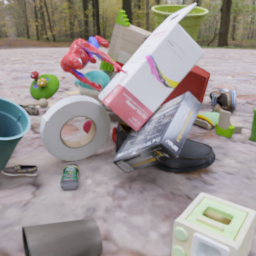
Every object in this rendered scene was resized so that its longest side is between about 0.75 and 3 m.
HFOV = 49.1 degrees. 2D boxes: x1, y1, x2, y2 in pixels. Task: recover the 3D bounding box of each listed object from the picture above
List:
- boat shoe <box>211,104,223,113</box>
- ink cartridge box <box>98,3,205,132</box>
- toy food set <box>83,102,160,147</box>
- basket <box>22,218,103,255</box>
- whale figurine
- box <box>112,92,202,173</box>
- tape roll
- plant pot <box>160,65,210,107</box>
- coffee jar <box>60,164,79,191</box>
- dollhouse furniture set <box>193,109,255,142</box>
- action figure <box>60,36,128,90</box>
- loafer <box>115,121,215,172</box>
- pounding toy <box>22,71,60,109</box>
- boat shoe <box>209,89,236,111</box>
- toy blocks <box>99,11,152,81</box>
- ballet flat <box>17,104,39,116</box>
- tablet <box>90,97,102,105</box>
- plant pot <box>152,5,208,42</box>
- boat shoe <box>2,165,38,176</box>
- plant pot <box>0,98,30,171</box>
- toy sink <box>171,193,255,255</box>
[{"bbox_3d":[3.659,-0.675,11.436,0.390,0.412,1.146,37,22,11],"label":"boat shoe"},{"bbox_3d":[0.654,-1.477,6.902,1.001,2.967,1.728,40,2,-18],"label":"ink cartridge box"},{"bbox_3d":[-0.332,-0.182,8.502,2.792,1.333,1.256,9,21,-7],"label":"toy food set"},{"bbox_3d":[-0.976,1.791,4.227,1.053,0.716,0.949,-6,32,-27],"label":"basket"},{"bbox_3d":[-1.005,-1.365,8.188,1.144,0.746,1.438,3,22,-19],"label":"whale figurine"},{"bbox_3d":[0.581,0.154,6.122,1.865,0.451,1.477,-28,24,53],"label":"box"},{"bbox_3d":[-1.340,0.040,7.278,1.841,1.841,0.336,-10,35,-25],"label":"tape roll"},{"bbox_3d":[2.550,-1.878,12.532,1.825,2.069,2.070,18,25,18],"label":"plant pot"},{"bbox_3d":[-1.345,1.127,6.523,0.397,0.325,0.762,-3,20,-7],"label":"coffee jar"},{"bbox_3d":[3.428,-0.430,9.738,1.331,1.028,2.663,-13,24,-32],"label":"dollhouse furniture set"},{"bbox_3d":[-0.764,-1.609,7.131,1.469,0.968,2.967,39,19,-7],"label":"action figure"},{"bbox_3d":[0.856,0.434,7.229,2.703,0.977,0.984,5,35,20],"label":"loafer"},{"bbox_3d":[-3.100,-1.446,9.725,1.129,0.679,1.463,7,63,20],"label":"pounding toy"},{"bbox_3d":[4.085,-1.199,12.261,0.890,0.888,2.459,-2,10,7],"label":"boat shoe"},{"bbox_3d":[0.268,-1.855,8.444,1.830,2.677,1.338,24,27,10],"label":"toy blocks"},{"bbox_3d":[-4.329,-0.837,11.785,1.625,0.377,0.547,15,25,35],"label":"ballet flat"},{"bbox_3d":[-0.426,-0.994,10.894,2.551,0.174,1.660,3,-7,-12],"label":"tablet"},{"bbox_3d":[1.517,-2.907,8.789,1.669,1.535,1.669,2,32,-1],"label":"plant pot"},{"bbox_3d":[-2.586,0.994,6.715,0.794,0.236,0.285,7,23,-19],"label":"boat shoe"},{"bbox_3d":[-3.119,0.237,6.364,1.405,1.376,1.405,23,33,-16],"label":"plant pot"},{"bbox_3d":[1.219,1.721,4.195,0.944,0.811,1.448,15,25,35],"label":"toy sink"}]
